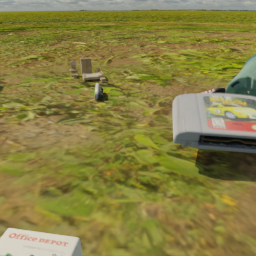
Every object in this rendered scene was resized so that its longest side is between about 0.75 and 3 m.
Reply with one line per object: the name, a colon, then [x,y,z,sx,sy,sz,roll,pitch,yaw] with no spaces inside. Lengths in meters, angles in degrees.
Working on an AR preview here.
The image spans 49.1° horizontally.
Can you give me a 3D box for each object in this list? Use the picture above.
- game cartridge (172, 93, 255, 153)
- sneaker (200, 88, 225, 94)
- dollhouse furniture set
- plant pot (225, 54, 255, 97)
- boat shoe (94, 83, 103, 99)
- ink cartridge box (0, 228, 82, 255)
game cartridge: [2.491,-0.184,6.757,2.801,0.573,1.865,4,33,4]
sneaker: [2.848,-1.165,9.892,1.297,0.455,0.532,-19,27,-22]
dollhouse furniture set: [-1.932,-2.708,13.117,1.458,0.835,1.710,-7,26,-14]
plant pot: [4.200,-1.267,9.043,1.926,1.926,1.886,21,41,38]
boat shoe: [-1.125,-1.418,10.943,0.321,0.389,1.133,4,31,-5]
ink cartridge box: [-1.285,1.976,3.288,1.095,0.632,1.499,4,25,9]
